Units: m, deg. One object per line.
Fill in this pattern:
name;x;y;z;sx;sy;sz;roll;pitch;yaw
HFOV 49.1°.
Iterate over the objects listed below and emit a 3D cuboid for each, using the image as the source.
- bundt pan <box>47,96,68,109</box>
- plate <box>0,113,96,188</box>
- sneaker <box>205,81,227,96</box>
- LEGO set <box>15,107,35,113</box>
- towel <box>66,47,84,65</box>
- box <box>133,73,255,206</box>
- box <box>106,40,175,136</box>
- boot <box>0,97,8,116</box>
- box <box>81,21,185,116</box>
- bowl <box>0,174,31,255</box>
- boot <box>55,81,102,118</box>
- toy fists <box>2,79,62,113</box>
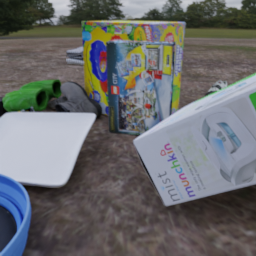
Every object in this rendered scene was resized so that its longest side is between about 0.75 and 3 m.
bundt pan;-2.473;-0.914;10.099;0.819;0.307;0.819;-21;14;5
plate;-2.158;0.437;6.248;2.488;0.403;2.494;1;34;9
sneaker;3.720;-1.664;11.811;0.525;0.628;1.418;21;31;39
LEGO set;-3.101;-0.033;7.926;0.970;0.731;1.261;-22;6;29
towel;-2.819;-5.240;20.024;2.263;1.169;2.733;13;25;31
box;1.906;0.003;5.133;2.468;1.352;2.797;-25;3;34
box;0.322;-1.027;7.576;1.732;2.536;0.478;7;24;16
boot;-5.478;-0.683;9.018;2.533;0.867;2.385;5;23;14
box;0.116;-1.932;9.241;2.867;2.977;1.816;18;28;38
bowl;-2.835;1.545;3.789;2.937;0.577;2.937;0;21;0
boot;-1.864;-0.845;9.048;1.919;0.670;1.264;36;36;26
toy fists;-3.320;-1.062;9.784;1.316;0.888;2.582;-2;23;9
